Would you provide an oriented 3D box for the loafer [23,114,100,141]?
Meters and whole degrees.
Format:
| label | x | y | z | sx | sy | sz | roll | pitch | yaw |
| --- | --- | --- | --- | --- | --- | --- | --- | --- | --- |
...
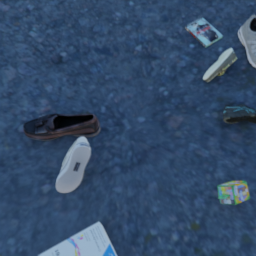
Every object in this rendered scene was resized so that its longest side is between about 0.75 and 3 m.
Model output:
| label | x | y | z | sx | sy | sz | roll | pitch | yaw |
| --- | --- | --- | --- | --- | --- | --- | --- | --- | --- |
| loafer | -2.466 | -0.184 | 10.275 | 2.852 | 0.898 | 1.025 | -2 | 58 | -2 |

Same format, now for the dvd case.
| label | x | y | z | sx | sy | sz | roll | pitch | yaw |
| --- | --- | --- | --- | --- | --- | --- | --- | --- | --- |
| dvd case | 3.424 | -4.360 | 12.730 | 1.042 | 0.157 | 1.428 | -32 | 68 | -14 |

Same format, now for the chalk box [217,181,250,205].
| label | x | y | z | sx | sy | sz | roll | pitch | yaw |
| --- | --- | --- | --- | --- | --- | --- | --- | --- | --- |
| chalk box | 3.336 | 2.113 | 9.079 | 0.996 | 0.620 | 0.617 | -6 | 83 | -33 |

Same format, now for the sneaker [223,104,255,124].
| label | x | y | z | sx | sy | sz | roll | pitch | yaw |
| --- | --- | --- | --- | --- | --- | --- | --- | --- | --- |
| sneaker | 4.492 | -0.587 | 10.561 | 1.766 | 0.666 | 0.700 | 1 | 59 | 9 |

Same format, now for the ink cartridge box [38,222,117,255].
| label | x | y | z | sx | sy | sz | roll | pitch | yaw |
| --- | --- | --- | --- | --- | --- | --- | --- | --- | --- |
| ink cartridge box | -1.418 | 4.013 | 8.291 | 2.082 | 0.881 | 1.504 | -27 | 68 | -11 |

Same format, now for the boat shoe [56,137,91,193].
| label | x | y | z | sx | sy | sz | roll | pitch | yaw |
| --- | --- | --- | --- | --- | --- | --- | --- | --- | --- |
| boat shoe | -1.842 | 1.233 | 9.291 | 0.767 | 2.131 | 0.700 | 14 | 29 | -20 |

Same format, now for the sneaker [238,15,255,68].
| label | x | y | z | sx | sy | sz | roll | pitch | yaw |
| --- | --- | --- | --- | --- | --- | --- | --- | --- | --- |
| sneaker | 5.543 | -3.510 | 11.774 | 1.029 | 1.129 | 2.754 | -19 | 66 | -9 |

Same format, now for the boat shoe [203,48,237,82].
| label | x | y | z | sx | sy | sz | roll | pitch | yaw |
| --- | --- | --- | --- | --- | --- | --- | --- | --- | --- |
| boat shoe | 3.821 | -2.501 | 11.570 | 0.537 | 0.641 | 1.795 | 45 | 80 | -14 |
